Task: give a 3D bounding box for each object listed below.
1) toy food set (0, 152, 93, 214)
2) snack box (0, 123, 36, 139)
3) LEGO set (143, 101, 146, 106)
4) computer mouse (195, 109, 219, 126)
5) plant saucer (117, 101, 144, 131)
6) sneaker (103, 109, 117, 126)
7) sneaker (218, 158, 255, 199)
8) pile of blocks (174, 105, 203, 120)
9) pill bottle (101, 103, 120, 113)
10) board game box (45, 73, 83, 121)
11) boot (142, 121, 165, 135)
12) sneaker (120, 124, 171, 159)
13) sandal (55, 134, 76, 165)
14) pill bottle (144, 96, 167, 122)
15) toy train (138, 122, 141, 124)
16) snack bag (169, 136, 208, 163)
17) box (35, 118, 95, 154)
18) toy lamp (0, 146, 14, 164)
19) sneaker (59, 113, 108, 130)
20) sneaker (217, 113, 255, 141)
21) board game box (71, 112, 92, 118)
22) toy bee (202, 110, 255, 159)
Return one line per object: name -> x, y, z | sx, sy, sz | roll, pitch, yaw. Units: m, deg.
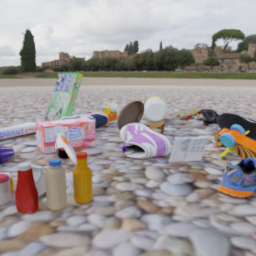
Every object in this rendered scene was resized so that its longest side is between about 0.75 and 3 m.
toy food set -> -1.969, 1.026, 5.840 | 2.329, 1.048, 1.112 | 4, 12, 18
snack box -> -4.978, 0.176, 11.516 | 1.052, 0.356, 2.926 | 1, 10, 34
LEGO set -> 0.953, -1.502, 18.604 | 2.027, 0.574, 1.316 | 6, 29, 7
computer mouse -> 4.149, -0.478, 14.747 | 1.520, 0.498, 2.165 | -2, 20, -10
plant saucer -> 0.072, -0.529, 12.190 | 1.583, 1.583, 0.254 | -12, 40, -46
sneaker -> -1.162, -0.530, 14.098 | 0.761, 0.805, 2.086 | 5, 14, 18
sneaker -> 2.958, 1.056, 6.424 | 1.941, 0.761, 0.731 | -6, 14, -27
pile of blocks -> 3.529, -0.722, 15.974 | 1.887, 0.775, 0.586 | -14, 59, -20
pill bottle -> -0.900, -1.035, 14.571 | 0.890, 0.502, 0.502 | 6, 13, 32
board game box -> -3.340, -1.532, 14.461 | 1.791, 2.661, 0.387 | 12, -6, 43
boot -> 0.833, 0.046, 11.752 | 1.275, 0.630, 1.643 | 9, 26, 14
sneaker -> 0.140, 0.414, 9.386 | 1.351, 0.858, 2.369 | -11, 16, -34
sandal -> -1.932, 0.737, 8.453 | 0.479, 0.641, 1.672 | -38, 36, -6
pill bottle -> 1.498, -1.026, 15.271 | 1.271, 1.271, 2.254 | 1, 11, 6
toy train -> 0.124, -0.106, 13.348 | 1.108, 0.308, 0.832 | -10, -12, -3
snack bag -> 1.747, 0.639, 8.153 | 1.039, 0.979, 0.111 | -2, 39, -13
box -> -2.198, 0.228, 9.930 | 1.906, 0.978, 0.902 | -9, 15, -34
toy lamp -> -4.249, 0.882, 7.894 | 1.947, 0.567, 0.567 | -12, 16, -36
sneaker -> -1.870, -0.151, 12.276 | 2.229, 0.781, 1.209 | -5, 13, -16
sneaker -> 4.796, 0.081, 11.134 | 2.468, 0.885, 1.022 | 22, 9, 29
board game box -> -2.591, -0.737, 16.568 | 1.497, 0.194, 1.497 | -6, 13, -28
toy bee -> 3.311, 0.365, 9.067 | 1.345, 1.117, 2.054 | -18, 54, -10
